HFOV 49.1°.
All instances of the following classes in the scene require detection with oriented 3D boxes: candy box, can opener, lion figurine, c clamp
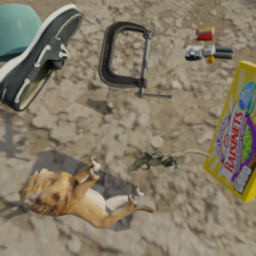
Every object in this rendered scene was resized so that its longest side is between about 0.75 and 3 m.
[{"bbox_3d":[2.754,0.101,6.556,0.393,2.972,1.519,-2,27,-28],"label":"candy box"},{"bbox_3d":[2.429,-2.249,8.450,1.434,0.477,0.378,7,75,22],"label":"can opener"},{"bbox_3d":[-0.758,1.471,5.450,1.496,2.442,0.885,-43,25,12],"label":"lion figurine"},{"bbox_3d":[0.182,-1.796,7.328,1.911,0.303,2.236,1,76,4],"label":"c clamp"}]

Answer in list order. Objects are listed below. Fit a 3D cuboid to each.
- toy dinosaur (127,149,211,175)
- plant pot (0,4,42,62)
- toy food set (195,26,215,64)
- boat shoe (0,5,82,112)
[{"bbox_3d":[0.814,0.712,6.312,2.000,0.881,0.475,-11,84,17],"label":"toy dinosaur"},{"bbox_3d":[-3.175,-2.696,8.009,1.677,1.677,1.346,-10,99,-6],"label":"plant pot"},{"bbox_3d":[1.757,-1.951,6.486,0.420,0.445,0.933,1,81,24],"label":"toy food set"},{"bbox_3d":[-1.835,-1.545,6.319,0.824,1.033,2.732,38,86,6],"label":"boat shoe"}]
